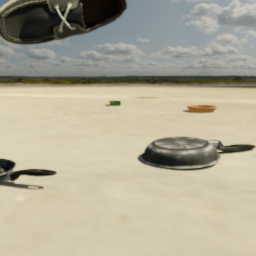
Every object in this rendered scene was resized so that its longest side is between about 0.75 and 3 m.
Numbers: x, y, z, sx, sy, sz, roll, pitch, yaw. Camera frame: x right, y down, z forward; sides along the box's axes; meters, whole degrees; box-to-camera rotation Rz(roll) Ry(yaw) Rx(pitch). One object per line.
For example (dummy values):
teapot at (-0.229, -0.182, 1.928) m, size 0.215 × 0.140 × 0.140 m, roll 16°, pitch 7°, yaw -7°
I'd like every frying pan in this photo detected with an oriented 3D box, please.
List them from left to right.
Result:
frying pan at (-2.140, 0.742, 4.817) m, size 1.865 × 0.304 × 1.128 m, roll 0°, pitch 11°, yaw -10°
frying pan at (1.674, 0.487, 6.052) m, size 2.801 × 0.456 × 1.695 m, roll -3°, pitch 11°, yaw 2°

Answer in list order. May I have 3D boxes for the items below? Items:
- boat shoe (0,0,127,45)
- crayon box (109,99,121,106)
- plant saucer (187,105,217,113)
boat shoe at (-1.117, -2.012, 4.925) m, size 2.365 × 0.849 × 0.800 m, roll -23°, pitch 29°, yaw -27°
crayon box at (-0.787, -1.574, 17.361) m, size 0.685 × 0.336 × 1.152 m, roll 0°, pitch 10°, yaw 1°
plant saucer at (3.751, -0.978, 14.280) m, size 1.502 × 0.281 × 1.502 m, roll 0°, pitch 9°, yaw 0°
